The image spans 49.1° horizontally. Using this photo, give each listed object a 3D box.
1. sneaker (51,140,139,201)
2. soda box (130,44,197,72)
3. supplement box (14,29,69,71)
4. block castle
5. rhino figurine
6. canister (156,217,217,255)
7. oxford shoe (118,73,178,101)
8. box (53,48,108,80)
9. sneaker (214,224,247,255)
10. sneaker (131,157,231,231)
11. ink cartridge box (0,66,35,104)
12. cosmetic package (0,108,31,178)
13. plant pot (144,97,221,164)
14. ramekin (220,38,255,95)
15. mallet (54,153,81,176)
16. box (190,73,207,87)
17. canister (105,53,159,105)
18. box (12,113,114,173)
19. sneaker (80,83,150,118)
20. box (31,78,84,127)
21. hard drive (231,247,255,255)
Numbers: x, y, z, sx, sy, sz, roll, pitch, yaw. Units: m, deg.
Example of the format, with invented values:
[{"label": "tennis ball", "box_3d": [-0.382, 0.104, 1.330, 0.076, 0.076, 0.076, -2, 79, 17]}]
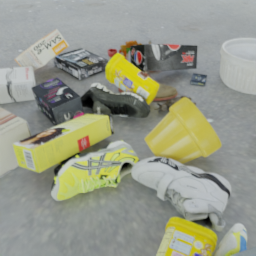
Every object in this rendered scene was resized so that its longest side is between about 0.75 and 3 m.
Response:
[{"label": "sneaker", "box_3d": [-0.730, 1.097, 6.920, 2.426, 0.915, 0.927, -28, 46, -28]}, {"label": "soda box", "box_3d": [1.524, -2.881, 11.502, 2.993, 1.059, 0.948, -12, 18, -36]}, {"label": "supplement box", "box_3d": [-3.642, -3.128, 11.656, 2.254, 0.829, 1.421, 0, 42, 52]}, {"label": "block castle", "box_3d": [0.357, -3.162, 12.485, 2.310, 1.084, 1.544, -13, 38, -21]}, {"label": "rhino figurine", "box_3d": [1.580, -0.795, 9.842, 1.504, 0.450, 0.658, -16, 17, -19]}, {"label": "canister", "box_3d": [1.014, 2.498, 5.269, 1.018, 0.593, 1.371, 16, 40, 21]}, {"label": "oxford shoe", "box_3d": [0.741, -1.614, 10.608, 2.320, 0.868, 0.817, 9, 33, 10]}, {"label": "box", "box_3d": [-2.162, -2.940, 12.720, 1.640, 0.517, 2.079, -28, 44, -33]}, {"label": "sneaker", "box_3d": [2.012, 2.715, 4.987, 1.025, 0.739, 1.952, 28, 51, 16]}, {"label": "sneaker", "box_3d": [1.101, 1.500, 6.348, 2.377, 0.893, 1.366, 13, 35, 12]}, {"label": "ink cartridge box", "box_3d": [-4.576, -1.628, 10.657, 1.972, 0.826, 1.431, -9, 37, -15]}, {"label": "cosmetic package", "box_3d": [-4.170, 0.124, 7.957, 2.802, 1.222, 1.448, 22, 42, 27]}, {"label": "plant pot", "box_3d": [1.344, 0.276, 7.391, 1.527, 1.623, 1.623, -36, 40, 4]}, {"label": "ramekin", "box_3d": [5.054, -2.489, 11.342, 2.746, 1.441, 2.746, 0, 36, 0]}, {"label": "mallet", "box_3d": [-2.152, 0.660, 7.930, 0.845, 0.528, 2.564, -29, 41, -33]}, {"label": "box", "box_3d": [2.966, -2.027, 11.756, 0.611, 0.198, 0.775, 11, 36, 16]}, {"label": "canister", "box_3d": [0.142, -1.608, 9.772, 1.794, 1.333, 0.777, 38, 77, 7]}, {"label": "box", "box_3d": [-1.628, 0.285, 7.657, 1.017, 0.677, 2.702, 6, 22, 38]}, {"label": "sneaker", "box_3d": [-0.563, -0.717, 9.469, 2.687, 0.893, 1.216, 22, 46, 30]}, {"label": "box", "box_3d": [-2.372, -0.854, 9.470, 1.037, 0.900, 1.697, -29, 45, -25]}, {"label": "hard drive", "box_3d": [1.974, 3.277, 3.692, 2.081, 0.490, 2.982, -11, 53, -15]}]
